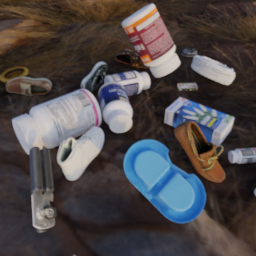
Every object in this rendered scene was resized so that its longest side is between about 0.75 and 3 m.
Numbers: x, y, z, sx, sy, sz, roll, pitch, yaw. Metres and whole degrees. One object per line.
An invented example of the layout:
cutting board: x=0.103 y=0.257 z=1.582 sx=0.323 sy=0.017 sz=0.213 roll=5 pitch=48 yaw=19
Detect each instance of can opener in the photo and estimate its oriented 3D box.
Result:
can opener: x=-2.473 y=1.679 z=7.750 sx=0.612 sy=0.767 sz=2.293 roll=12 pitch=53 yaw=-41

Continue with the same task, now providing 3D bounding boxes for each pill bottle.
pill bottle: x=3.900 y=0.954 z=9.499 sx=0.869 sy=0.503 sz=0.503 roll=-4 pitch=39 yaw=-4
pill bottle: x=-2.520 y=-0.229 z=10.074 sx=2.803 sy=1.589 sz=1.589 roll=-26 pitch=46 yaw=-29
pill bottle: x=1.068 y=-3.732 z=12.277 sx=1.595 sy=2.793 sz=1.595 roll=-28 pitch=22 yaw=13
pill bottle: x=-0.484 y=-0.802 z=11.084 sx=1.178 sy=1.178 sz=2.120 roll=-8 pitch=42 yaw=-9
pill bottle: x=-0.020 y=-1.968 z=12.616 sx=1.903 sy=1.057 sz=1.057 roll=-14 pitch=41 yaw=-20

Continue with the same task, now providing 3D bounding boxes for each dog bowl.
dog bowl: x=0.953 y=1.512 z=7.900 sx=2.569 sy=0.637 sz=1.432 roll=44 pitch=70 yaw=7

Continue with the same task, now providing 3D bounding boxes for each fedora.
fedora: x=-5.460 y=-2.437 z=13.603 sx=1.380 sy=0.563 sz=1.380 roll=-3 pitch=43 yaw=3

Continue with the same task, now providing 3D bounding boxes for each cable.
cable: x=3.978 y=-2.739 z=13.208 sx=2.122 sy=0.735 sz=2.122 roll=24 pitch=23 yaw=2

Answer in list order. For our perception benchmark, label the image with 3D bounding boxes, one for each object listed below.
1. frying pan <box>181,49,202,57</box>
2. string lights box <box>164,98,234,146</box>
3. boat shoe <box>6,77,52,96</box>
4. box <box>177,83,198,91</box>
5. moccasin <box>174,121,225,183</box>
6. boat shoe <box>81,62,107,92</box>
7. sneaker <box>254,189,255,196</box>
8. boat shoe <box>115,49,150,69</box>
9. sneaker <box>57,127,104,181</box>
frying pan: x=3.697 y=-4.223 z=16.079 sx=0.954 sy=0.257 sz=1.576 roll=-17 pitch=39 yaw=-19
string lights box: x=2.708 y=-0.290 z=10.862 sx=2.326 sy=0.686 sz=1.195 roll=26 pitch=46 yaw=28
boat shoe: x=-4.547 y=-1.843 z=12.744 sx=2.040 sy=0.772 sz=0.732 roll=-5 pitch=41 yaw=-4
box: x=2.816 y=-1.952 z=13.327 sx=0.896 sy=0.156 sz=0.493 roll=-3 pitch=39 yaw=-3
moccasin: x=2.354 y=0.740 z=8.662 sx=0.830 sy=2.268 sz=0.875 roll=-36 pitch=9 yaw=-35
boat shoe: x=-1.448 y=-2.424 z=13.505 sx=0.681 sy=0.757 sz=2.140 roll=15 pitch=49 yaw=18
sneaker: x=4.314 y=2.133 z=8.062 sx=0.506 sy=0.491 sz=1.386 roll=-25 pitch=45 yaw=-27
boat shoe: x=0.373 y=-3.581 z=14.824 sx=2.361 sy=0.831 sz=0.830 roll=20 pitch=38 yaw=34
sneaker: x=-1.473 y=0.547 z=8.945 sx=0.762 sy=1.196 sz=2.069 roll=16 pitch=57 yaw=20
